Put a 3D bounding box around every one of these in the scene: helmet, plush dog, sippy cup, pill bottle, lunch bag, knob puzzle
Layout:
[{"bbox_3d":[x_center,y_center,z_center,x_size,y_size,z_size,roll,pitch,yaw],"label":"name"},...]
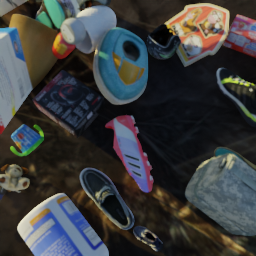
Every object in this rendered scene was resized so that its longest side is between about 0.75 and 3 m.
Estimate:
[{"bbox_3d":[1.041,-2.551,8.513,0.932,0.978,0.978,-41,76,8],"label":"helmet"},{"bbox_3d":[-3.085,1.321,7.545,0.799,0.641,0.686,16,55,-24],"label":"plush dog"},{"bbox_3d":[-2.711,0.283,7.452,0.695,0.885,0.648,-39,104,9],"label":"sippy cup"},{"bbox_3d":[-1.332,2.871,6.533,1.359,1.359,2.426,-38,76,-11],"label":"pill bottle"},{"bbox_3d":[2.593,1.550,6.555,1.928,1.617,1.343,38,67,1],"label":"lunch bag"},{"bbox_3d":[2.210,-3.079,8.652,2.085,0.289,2.085,-3,81,22],"label":"knob puzzle"}]

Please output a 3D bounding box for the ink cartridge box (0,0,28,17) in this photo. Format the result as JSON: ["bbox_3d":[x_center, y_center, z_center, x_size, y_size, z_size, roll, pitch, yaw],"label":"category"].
[{"bbox_3d":[-4.438,-4.689,9.216,2.281,0.958,1.660,-36,75,-11],"label":"ink cartridge box"}]

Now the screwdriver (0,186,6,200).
[{"bbox_3d":[-3.460,1.987,7.452,0.164,0.158,1.130,25,68,-22],"label":"screwdriver"}]

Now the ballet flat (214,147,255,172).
[{"bbox_3d":[3.047,1.071,7.494,1.663,0.524,0.571,38,110,15],"label":"ballet flat"}]

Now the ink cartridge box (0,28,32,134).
[{"bbox_3d":[-3.189,-0.968,6.154,0.994,1.718,2.957,-2,32,2],"label":"ink cartridge box"}]

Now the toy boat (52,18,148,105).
[{"bbox_3d":[-0.575,-1.940,7.624,2.870,1.334,2.413,15,65,-29],"label":"toy boat"}]

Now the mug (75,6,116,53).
[{"bbox_3d":[-1.179,-3.192,8.729,1.520,1.122,1.333,26,58,34],"label":"mug"}]

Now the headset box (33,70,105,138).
[{"bbox_3d":[-1.730,-0.749,8.017,1.720,0.645,1.278,34,71,13],"label":"headset box"}]

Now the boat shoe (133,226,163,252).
[{"bbox_3d":[0.437,2.618,6.891,0.930,0.431,0.347,17,54,44],"label":"boat shoe"}]

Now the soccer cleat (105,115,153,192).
[{"bbox_3d":[0.047,0.710,7.607,0.861,0.751,2.251,-19,70,4],"label":"soccer cleat"}]

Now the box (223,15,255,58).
[{"bbox_3d":[3.868,-2.783,8.707,1.505,0.750,0.719,24,74,8],"label":"box"}]

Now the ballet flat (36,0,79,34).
[{"bbox_3d":[-1.950,-3.312,7.986,1.042,2.898,1.042,-4,98,-27],"label":"ballet flat"}]

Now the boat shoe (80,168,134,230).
[{"bbox_3d":[-0.531,1.762,7.249,0.705,0.693,1.955,-43,77,-13],"label":"boat shoe"}]

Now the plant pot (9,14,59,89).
[{"bbox_3d":[-2.884,-2.066,8.153,1.645,1.645,1.765,22,87,7],"label":"plant pot"}]

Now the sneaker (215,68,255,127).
[{"bbox_3d":[3.357,-1.031,7.789,0.779,0.900,2.174,-19,63,-29],"label":"sneaker"}]

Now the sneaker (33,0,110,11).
[{"bbox_3d":[-1.867,-4.209,8.787,2.979,1.181,1.101,4,26,26],"label":"sneaker"}]
